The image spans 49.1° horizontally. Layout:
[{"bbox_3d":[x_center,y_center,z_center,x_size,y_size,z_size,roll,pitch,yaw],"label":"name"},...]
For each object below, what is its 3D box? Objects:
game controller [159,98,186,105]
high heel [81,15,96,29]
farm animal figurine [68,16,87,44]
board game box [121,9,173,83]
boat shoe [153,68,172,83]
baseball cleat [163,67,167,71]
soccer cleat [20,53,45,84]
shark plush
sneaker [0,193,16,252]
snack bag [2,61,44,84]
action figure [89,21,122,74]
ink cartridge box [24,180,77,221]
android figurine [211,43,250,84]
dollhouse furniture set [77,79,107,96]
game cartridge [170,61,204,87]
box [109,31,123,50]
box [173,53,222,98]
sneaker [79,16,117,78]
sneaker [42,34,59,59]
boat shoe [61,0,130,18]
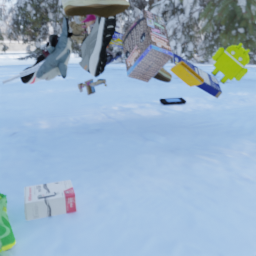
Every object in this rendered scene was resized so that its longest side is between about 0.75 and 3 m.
[{"bbox_3d":[2.628,-1.568,16.469,1.538,0.324,0.802,-5,17,-14],"label":"game controller"},{"bbox_3d":[-1.885,-4.612,12.709,0.427,1.269,0.609,0,51,-51],"label":"high heel"},{"bbox_3d":[-1.886,-3.643,10.380,0.663,1.271,1.257,-5,34,-6],"label":"farm animal figurine"},{"bbox_3d":[0.661,-3.103,10.728,0.993,2.050,1.634,10,-34,-31],"label":"board game box"},{"bbox_3d":[1.104,-2.927,12.945,2.280,0.868,0.817,30,-11,5],"label":"boat shoe"},{"bbox_3d":[1.191,-3.089,14.609,1.640,0.873,0.572,35,8,9],"label":"baseball cleat"},{"bbox_3d":[-3.867,-2.726,12.746,2.371,0.809,0.868,-28,-4,25],"label":"soccer cleat"},{"bbox_3d":[-1.664,-1.816,6.622,0.638,1.532,0.696,15,20,-27],"label":"shark plush"},{"bbox_3d":[-2.528,1.638,5.136,0.676,0.763,1.825,-9,20,-30],"label":"sneaker"},{"bbox_3d":[-3.624,-2.303,10.790,1.958,0.210,1.846,-14,22,26],"label":"snack bag"},{"bbox_3d":[-1.305,-3.796,13.511,1.391,2.572,2.659,34,35,13],"label":"action figure"},{"bbox_3d":[-1.692,1.536,6.040,1.037,0.440,0.755,-8,18,-18],"label":"ink cartridge box"},{"bbox_3d":[3.218,-2.024,8.766,1.168,1.283,0.264,48,40,12],"label":"android figurine"},{"bbox_3d":[-1.437,-1.632,11.659,0.932,0.608,0.880,12,32,42],"label":"dollhouse furniture set"},{"bbox_3d":[1.689,-1.538,8.136,0.858,0.158,0.973,38,-2,-7],"label":"game cartridge"},{"bbox_3d":[-0.463,-3.873,12.286,1.418,0.497,0.456,17,-8,-30],"label":"box"},{"bbox_3d":[2.696,-2.148,11.366,2.287,0.371,1.386,29,32,-11],"label":"box"},{"bbox_3d":[-1.102,-2.970,9.415,0.986,2.486,0.919,28,30,13],"label":"sneaker"},{"bbox_3d":[-2.016,-2.000,7.271,0.662,1.146,0.434,26,62,17],"label":"sneaker"},{"bbox_3d":[-0.785,-3.182,7.005,1.863,0.605,0.672,-16,-1,-32],"label":"boat shoe"}]
